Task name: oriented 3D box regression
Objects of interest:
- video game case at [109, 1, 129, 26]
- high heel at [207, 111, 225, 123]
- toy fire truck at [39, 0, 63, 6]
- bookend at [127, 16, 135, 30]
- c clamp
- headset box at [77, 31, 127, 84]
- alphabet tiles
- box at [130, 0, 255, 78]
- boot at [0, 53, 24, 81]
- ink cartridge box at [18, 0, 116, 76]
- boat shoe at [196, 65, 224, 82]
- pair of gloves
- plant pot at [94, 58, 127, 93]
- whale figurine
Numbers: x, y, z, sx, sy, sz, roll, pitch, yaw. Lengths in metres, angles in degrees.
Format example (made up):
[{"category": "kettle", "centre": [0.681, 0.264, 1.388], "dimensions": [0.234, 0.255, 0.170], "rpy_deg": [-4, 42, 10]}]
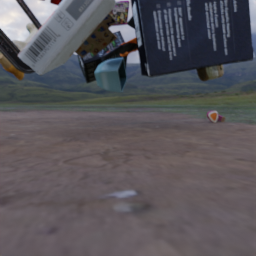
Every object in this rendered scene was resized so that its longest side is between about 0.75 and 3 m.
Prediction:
[{"category": "video game case", "centre": [-0.413, -3.985, 9.779], "dimensions": [0.909, 0.824, 0.163], "rpy_deg": [-15, 46, -25]}, {"category": "high heel", "centre": [3.605, -0.527, 12.179], "dimensions": [0.706, 0.496, 1.473], "rpy_deg": [19, 12, 42]}, {"category": "toy fire truck", "centre": [-1.864, -3.411, 6.796], "dimensions": [1.368, 0.767, 1.148], "rpy_deg": [7, 24, -23]}, {"category": "bookend", "centre": [0.479, -4.434, 11.800], "dimensions": [0.390, 0.841, 0.846], "rpy_deg": [42, 10, 27]}, {"category": "c clamp", "centre": [-2.805, -2.810, 7.518], "dimensions": [0.381, 2.406, 2.817], "rpy_deg": [6, -25, 30]}, {"category": "headset box", "centre": [-1.103, -3.227, 12.869], "dimensions": [2.248, 1.043, 1.957], "rpy_deg": [-21, -14, -8]}, {"category": "alphabet tiles", "centre": [-1.152, -2.936, 8.694], "dimensions": [1.669, 0.075, 1.997], "rpy_deg": [-35, -19, 14]}, {"category": "box", "centre": [1.623, -3.023, 7.685], "dimensions": [2.879, 2.832, 1.691], "rpy_deg": [-10, 11, -2]}, {"category": "boot", "centre": [-4.794, -2.815, 11.266], "dimensions": [0.658, 1.871, 1.340], "rpy_deg": [-27, -35, 4]}, {"category": "ink cartridge box", "centre": [-1.108, -2.156, 5.890], "dimensions": [0.606, 1.962, 2.419], "rpy_deg": [42, 15, -15]}, {"category": "boat shoe", "centre": [2.646, -2.902, 9.331], "dimensions": [0.841, 2.590, 0.934], "rpy_deg": [-14, 11, -7]}, {"category": "pair of gloves", "centre": [0.147, -3.022, 10.654], "dimensions": [2.041, 0.283, 2.291], "rpy_deg": [-16, 7, 37]}, {"category": "plant pot", "centre": [-0.708, -2.048, 10.926], "dimensions": [1.039, 1.017, 1.020], "rpy_deg": [1, 42, 15]}, {"category": "whale figurine", "centre": [-3.108, -2.776, 9.722], "dimensions": [1.086, 1.665, 2.092], "rpy_deg": [-21, 14, 43]}]
